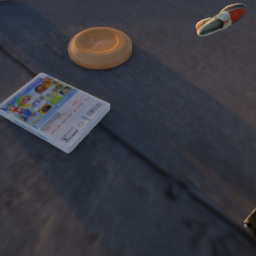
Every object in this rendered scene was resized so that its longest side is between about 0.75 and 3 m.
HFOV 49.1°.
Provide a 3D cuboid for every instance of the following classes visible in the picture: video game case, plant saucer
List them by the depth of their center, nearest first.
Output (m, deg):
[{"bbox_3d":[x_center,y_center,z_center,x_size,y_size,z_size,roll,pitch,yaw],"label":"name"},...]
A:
[{"bbox_3d":[-2.088,-0.545,7.871,2.610,0.235,1.869,26,55,20],"label":"video game case"},{"bbox_3d":[-0.973,-2.877,9.732,2.227,0.359,2.227,0,49,0],"label":"plant saucer"}]

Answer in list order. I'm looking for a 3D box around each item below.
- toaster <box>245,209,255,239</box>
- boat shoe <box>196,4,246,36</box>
[{"bbox_3d":[3.560,1.938,4.239,1.723,2.626,2.904,-16,52,-13],"label":"toaster"},{"bbox_3d":[1.425,-1.635,4.294,0.774,0.276,0.242,-19,35,21],"label":"boat shoe"}]
